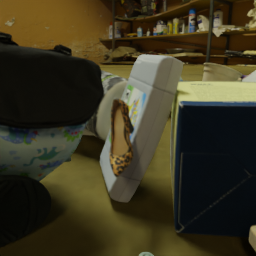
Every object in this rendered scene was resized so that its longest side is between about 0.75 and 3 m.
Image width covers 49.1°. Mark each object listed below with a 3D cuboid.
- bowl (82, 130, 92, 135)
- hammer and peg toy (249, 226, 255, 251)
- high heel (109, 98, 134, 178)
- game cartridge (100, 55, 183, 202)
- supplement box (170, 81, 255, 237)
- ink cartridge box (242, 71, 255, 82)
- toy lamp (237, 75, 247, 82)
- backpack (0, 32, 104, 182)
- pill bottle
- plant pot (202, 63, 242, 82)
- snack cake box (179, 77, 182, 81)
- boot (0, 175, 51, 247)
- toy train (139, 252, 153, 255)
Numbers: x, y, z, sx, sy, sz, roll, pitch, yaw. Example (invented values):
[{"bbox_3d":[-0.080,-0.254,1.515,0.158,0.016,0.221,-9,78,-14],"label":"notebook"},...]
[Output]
[{"bbox_3d":[-1.193,-0.097,8.247,1.149,0.430,1.151,3,15,17],"label":"bowl"},{"bbox_3d":[2.636,1.336,2.150,2.728,0.962,2.006,0,14,-2],"label":"hammer and peg toy"},{"bbox_3d":[-0.142,0.098,3.448,0.319,0.636,0.892,-4,47,19],"label":"high heel"},{"bbox_3d":[0.118,-0.070,4.677,0.476,2.351,1.567,17,11,-20],"label":"game cartridge"},{"bbox_3d":[2.018,0.245,4.538,2.612,1.754,2.610,2,16,6],"label":"supplement box"},{"bbox_3d":[2.899,-0.785,6.016,0.762,0.551,0.554,27,-24,-10],"label":"ink cartridge box"},{"bbox_3d":[3.938,-1.739,10.422,1.372,0.399,0.399,-11,19,-26],"label":"toy lamp"},{"bbox_3d":[-1.694,-0.004,4.081,1.943,1.832,2.382,2,-13,-40],"label":"backpack"},{"bbox_3d":[-1.240,-0.882,7.310,2.933,1.558,1.558,26,28,34],"label":"pill bottle"},{"bbox_3d":[2.767,-1.316,8.798,1.202,1.101,1.202,20,6,-2],"label":"plant pot"},{"bbox_3d":[1.000,-1.565,11.139,1.179,0.689,2.050,-18,-11,-39],"label":"snack cake box"},{"bbox_3d":[-2.486,0.979,3.785,2.337,0.865,1.915,-10,14,-35],"label":"boot"},{"bbox_3d":[0.072,1.524,2.696,0.781,0.333,0.445,-7,29,-32],"label":"toy train"}]
